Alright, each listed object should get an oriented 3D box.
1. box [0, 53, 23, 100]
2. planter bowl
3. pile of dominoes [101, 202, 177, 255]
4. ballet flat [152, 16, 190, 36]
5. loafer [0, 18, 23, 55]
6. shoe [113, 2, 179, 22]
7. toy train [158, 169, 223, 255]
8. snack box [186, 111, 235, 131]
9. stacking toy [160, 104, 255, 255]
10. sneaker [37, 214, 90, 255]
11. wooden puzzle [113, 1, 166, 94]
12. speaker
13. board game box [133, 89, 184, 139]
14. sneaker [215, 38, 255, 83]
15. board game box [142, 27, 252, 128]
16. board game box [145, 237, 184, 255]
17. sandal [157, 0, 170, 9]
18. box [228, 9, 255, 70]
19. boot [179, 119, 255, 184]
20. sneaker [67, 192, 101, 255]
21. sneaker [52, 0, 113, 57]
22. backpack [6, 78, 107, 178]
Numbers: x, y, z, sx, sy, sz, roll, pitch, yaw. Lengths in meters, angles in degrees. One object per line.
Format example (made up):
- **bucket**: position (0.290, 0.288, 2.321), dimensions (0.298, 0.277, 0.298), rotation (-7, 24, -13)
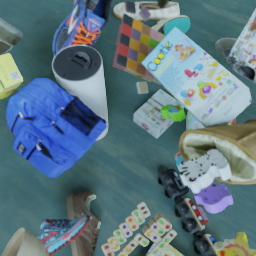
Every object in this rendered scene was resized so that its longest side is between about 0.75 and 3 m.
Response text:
- **box**: position (-2.882, -1.056, 6.286), dimensions (0.442, 1.764, 0.664), rotation (-31, 100, -33)
- **planter bowl**: position (-1.572, 2.028, 4.296), dimensions (0.547, 0.813, 0.813), rotation (33, 58, -22)
- **pile of dominoes**: position (0.191, 1.941, 4.719), dimensions (0.940, 0.192, 1.206), rotation (41, 93, -17)
- **ballet flat**: position (1.134, -3.643, 10.709), dimensions (2.718, 0.944, 0.944), rotation (-32, 64, -18)
- **loafer**: position (-3.234, -1.937, 6.455), dimensions (2.660, 1.000, 0.927), rotation (8, 70, 55)
- **shoe**: position (0.749, -4.867, 11.474), dimensions (2.737, 0.730, 0.957), rotation (7, 59, 4)
- **toy train**: position (1.702, 2.346, 7.331), dimensions (0.676, 0.504, 2.952), rotation (-15, 59, -23)
- **snack box**: position (2.552, 0.093, 8.652), dimensions (1.442, 0.488, 1.216), rotation (3, 60, 4)
- **stacking toy**: position (1.286, 0.915, 5.164), dimensions (0.652, 2.092, 2.775), rotation (-24, 26, 4)
- **sneaker**: position (-1.483, 2.111, 5.704), dimensions (1.454, 0.577, 0.695), rotation (-34, 78, -3)
- **wooden puzzle**: position (0.338, -1.926, 6.914), dimensions (1.377, 0.163, 2.321), rotation (18, 71, -30)
- **speaker**: position (-1.191, -0.809, 7.742), dimensions (1.206, 2.970, 1.206), rotation (0, 60, -1)
- **board game box**: position (0.983, -0.475, 9.026), dimensions (1.003, 0.437, 1.359), rotation (38, 65, 21)
- **sneaker**: position (3.209, -1.963, 8.049), dimensions (1.694, 0.633, 0.694), rotation (39, 54, 11)
- **board game box**: position (1.400, -0.944, 5.799), dimensions (1.035, 1.016, 1.973), rotation (-45, 64, 13)
- **board game box**: position (1.175, 3.844, 6.463), dimensions (2.218, 0.384, 1.503), rotation (34, 65, 18)
- **sandal**: position (1.117, -4.770, 9.591), dimensions (0.706, 1.728, 0.472), rotation (-38, 71, 13)
- **box**: position (2.914, -1.954, 6.137), dimensions (0.868, 1.269, 0.248), rotation (31, 41, 10)
- **boot**: position (2.611, 0.510, 4.873), dimensions (2.454, 0.927, 2.803), rotation (16, 15, 39)
- **sneaker**: position (-1.036, 2.590, 7.009), dimensions (0.800, 0.746, 2.117), rotation (-11, 60, -8)
- **sneaker**: position (-1.187, -2.761, 7.585), dimensions (1.132, 1.087, 2.885), rotation (25, 97, 54)
- **backpack**: position (-1.703, -0.049, 6.056), dimensions (1.916, 1.557, 1.607), rotation (43, 45, -5)
